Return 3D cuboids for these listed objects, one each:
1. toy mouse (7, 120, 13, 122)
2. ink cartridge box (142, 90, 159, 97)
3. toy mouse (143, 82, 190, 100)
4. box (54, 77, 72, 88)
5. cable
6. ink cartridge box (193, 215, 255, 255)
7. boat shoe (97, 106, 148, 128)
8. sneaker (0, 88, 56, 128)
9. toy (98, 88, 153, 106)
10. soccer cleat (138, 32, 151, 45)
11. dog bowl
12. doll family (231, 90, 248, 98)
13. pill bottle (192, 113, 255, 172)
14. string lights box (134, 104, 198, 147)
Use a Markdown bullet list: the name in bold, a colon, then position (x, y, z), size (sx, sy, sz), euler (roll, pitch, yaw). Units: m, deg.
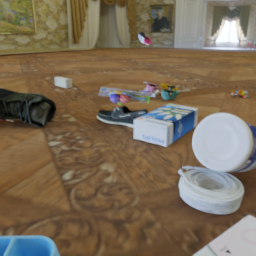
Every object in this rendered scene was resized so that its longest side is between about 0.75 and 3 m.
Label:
- **toy mouse**: position (-4.872, -0.712, 9.572), size (2.392, 0.463, 2.126), euler (14, 36, -2)
- **ink cartridge box**: position (1.007, -1.628, 13.112), size (0.753, 0.165, 0.760), euler (8, 23, 21)
- **toy mouse**: position (1.475, -1.616, 12.502), size (2.132, 0.413, 1.895), euler (19, 24, 19)
- **box**: position (-3.468, -2.435, 14.961), size (0.388, 0.466, 1.135), euler (-18, 28, -42)
- **cable**: position (1.484, 1.122, 5.077), size (1.125, 0.390, 1.125), euler (3, 20, 5)
- **ink cartridge box**: position (1.683, 1.889, 2.766), size (1.750, 0.614, 2.153), euler (-15, 20, -36)
- **boat shoe**: position (-0.196, -0.441, 9.130), size (1.855, 0.627, 0.666), euler (9, 24, 27)
- **sneaker**: position (-3.478, -0.641, 8.705), size (2.736, 1.046, 1.567), euler (1, 11, -41)
- **toy**: position (-0.106, -0.919, 8.832), size (1.610, 0.380, 0.927), euler (2, -10, -11)
- **soccer cleat**: position (0.660, -3.410, 10.929), size (0.288, 0.356, 0.825), euler (-20, 56, -14)
- **dog bowl**: position (-1.513, 1.701, 3.530), size (1.347, 0.334, 0.751), euler (0, 19, -2)
- **doll family**: position (5.043, -1.604, 12.733), size (0.522, 0.379, 0.840), euler (-7, 21, -19)
- **pill bottle**: position (2.132, 0.356, 5.632), size (1.053, 1.053, 1.895), euler (15, 2, 37)
- **string lights box**: position (1.159, -0.135, 8.242), size (1.062, 0.610, 2.067), euler (13, 23, 33)
